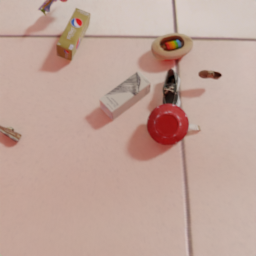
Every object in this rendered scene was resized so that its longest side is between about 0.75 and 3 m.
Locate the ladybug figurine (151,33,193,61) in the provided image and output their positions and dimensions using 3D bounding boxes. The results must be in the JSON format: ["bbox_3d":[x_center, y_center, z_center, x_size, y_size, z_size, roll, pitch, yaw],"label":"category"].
[{"bbox_3d":[1.894,-3.433,12.090,1.907,0.686,1.294,-13,65,-6],"label":"ladybug figurine"}]

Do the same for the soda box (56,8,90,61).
[{"bbox_3d":[-2.365,-4.091,12.222,0.718,0.759,2.242,21,66,-4],"label":"soda box"}]

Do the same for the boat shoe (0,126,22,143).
[{"bbox_3d":[-4.469,0.151,10.555,1.043,0.395,0.374,33,71,5],"label":"boat shoe"}]

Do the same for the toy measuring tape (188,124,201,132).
[{"bbox_3d":[1.744,0.090,10.529,2.021,0.743,0.743,3,62,-25],"label":"toy measuring tape"}]

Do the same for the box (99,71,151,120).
[{"bbox_3d":[-0.104,-1.279,11.055,2.040,0.697,0.838,-40,70,-17],"label":"box"}]

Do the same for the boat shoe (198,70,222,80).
[{"bbox_3d":[3.251,-2.118,11.055,0.965,0.346,0.365,1,91,-12],"label":"boat shoe"}]

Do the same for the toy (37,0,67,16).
[{"bbox_3d":[-2.998,-5.917,12.573,2.351,1.353,0.555,-40,107,5],"label":"toy"}]

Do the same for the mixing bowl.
[{"bbox_3d":[1.417,-0.124,10.081,1.569,0.850,1.569,0,90,8],"label":"mixing bowl"}]

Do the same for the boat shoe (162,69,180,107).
[{"bbox_3d":[1.636,-1.445,11.039,0.708,0.637,2.002,-9,54,25],"label":"boat shoe"}]
